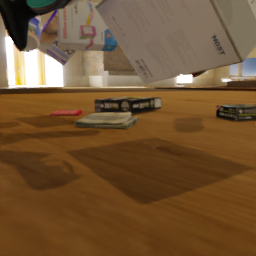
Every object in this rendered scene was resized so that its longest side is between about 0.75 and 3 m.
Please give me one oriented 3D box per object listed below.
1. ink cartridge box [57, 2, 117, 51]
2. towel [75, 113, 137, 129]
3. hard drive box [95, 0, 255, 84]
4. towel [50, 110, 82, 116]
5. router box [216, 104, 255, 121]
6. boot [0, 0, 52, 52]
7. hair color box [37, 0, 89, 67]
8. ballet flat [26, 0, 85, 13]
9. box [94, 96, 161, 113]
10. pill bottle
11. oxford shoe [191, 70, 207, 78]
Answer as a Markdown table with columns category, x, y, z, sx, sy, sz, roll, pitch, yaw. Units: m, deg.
| category | x | y | z | sx | sy | sz | roll | pitch | yaw |
| --- | --- | --- | --- | --- | --- | --- | --- | --- | --- |
| ink cartridge box | -1.201 | -2.924 | 8.126 | 1.668 | 1.206 | 0.706 | -2 | 2 | -14 |
| towel | -0.640 | -0.283 | 9.191 | 1.783 | 0.308 | 1.716 | 3 | 10 | 11 |
| hard drive box | 0.910 | -2.249 | 5.749 | 1.088 | 2.208 | 2.833 | -46 | 24 | -24 |
| towel | -2.522 | -0.615 | 11.562 | 1.160 | 0.130 | 0.839 | -2 | 12 | 1 |
| router box | 4.276 | -0.597 | 10.438 | 1.548 | 0.481 | 1.160 | -3 | 11 | -18 |
| boot | -2.629 | -3.011 | 7.685 | 1.465 | 0.666 | 1.743 | -34 | -19 | -22 |
| hair color box | -2.294 | -3.703 | 10.556 | 1.418 | 2.594 | 0.841 | 32 | 36 | -28 |
| ballet flat | -1.082 | -2.991 | 5.709 | 0.998 | 0.998 | 2.732 | -10 | 0 | -45 |
| box | 0.041 | -1.081 | 12.779 | 2.017 | 0.614 | 2.502 | 4 | 11 | 36 |
| pill bottle | -3.424 | -3.390 | 9.659 | 0.826 | 1.474 | 0.826 | -3 | -33 | -2 |
| oxford shoe | 2.217 | -2.610 | 9.682 | 1.049 | 1.114 | 2.978 | -31 | -11 | 7 |
